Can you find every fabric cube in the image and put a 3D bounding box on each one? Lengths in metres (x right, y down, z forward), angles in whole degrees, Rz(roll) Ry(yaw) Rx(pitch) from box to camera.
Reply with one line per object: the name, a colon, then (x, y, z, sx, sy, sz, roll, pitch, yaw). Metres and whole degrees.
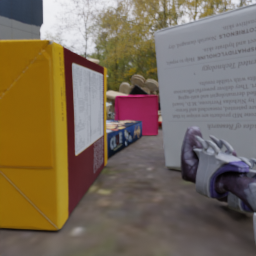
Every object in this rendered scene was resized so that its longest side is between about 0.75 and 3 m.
fabric cube: (0.209, -0.386, 8.162, 1.150, 1.128, 1.146, -1, 8, -6)

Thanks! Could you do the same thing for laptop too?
laptop: (0.857, -0.998, 10.452, 1.626, 1.007, 1.737, 37, -28, -2)

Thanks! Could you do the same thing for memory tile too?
memory tile: (1.028, -1.423, 13.273, 1.987, 0.218, 2.593, 16, -28, 8)

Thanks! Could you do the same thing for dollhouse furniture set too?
dollhouse furniture set: (-0.736, -1.646, 11.679, 2.953, 1.922, 2.713, 16, 20, 18)

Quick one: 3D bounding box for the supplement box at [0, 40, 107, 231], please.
supplement box: (-1.518, -0.053, 3.332, 2.221, 1.495, 2.252, 1, 6, 6)

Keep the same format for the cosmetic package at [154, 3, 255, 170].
cosmetic package: (1.585, -0.494, 4.108, 1.674, 2.013, 1.684, 0, 9, 41)

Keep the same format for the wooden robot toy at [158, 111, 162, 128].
wooden robot toy: (0.994, -0.173, 9.477, 1.504, 0.663, 0.682, -9, -42, 24)

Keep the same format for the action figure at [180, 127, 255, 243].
action figure: (1.112, 0.527, 1.812, 1.270, 0.677, 1.952, 11, 6, -25)

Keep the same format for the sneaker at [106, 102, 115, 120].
sneaker: (-0.624, -0.790, 13.024, 1.858, 0.841, 0.617, 4, 8, 28)

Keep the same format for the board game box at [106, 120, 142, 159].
board game box: (-0.846, 0.145, 6.264, 1.807, 0.462, 2.668, 1, 6, 15)
